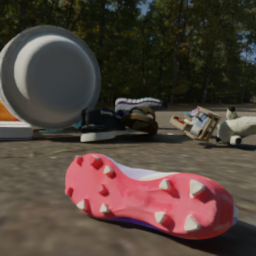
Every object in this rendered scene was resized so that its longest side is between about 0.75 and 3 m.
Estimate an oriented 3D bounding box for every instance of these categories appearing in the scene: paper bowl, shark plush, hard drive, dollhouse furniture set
[{"bbox_3d":[-1.950,-1.281,7.347,2.677,2.677,1.392,-3,6,-33],"label":"paper bowl"},{"bbox_3d":[2.377,0.166,6.138,0.705,0.769,1.693,-5,-25,-7],"label":"shark plush"},{"bbox_3d":[-3.774,0.049,8.101,1.772,0.341,2.686,0,4,-22],"label":"hard drive"},{"bbox_3d":[1.395,-0.194,6.113,0.908,0.640,0.636,36,16,37],"label":"dollhouse furniture set"}]

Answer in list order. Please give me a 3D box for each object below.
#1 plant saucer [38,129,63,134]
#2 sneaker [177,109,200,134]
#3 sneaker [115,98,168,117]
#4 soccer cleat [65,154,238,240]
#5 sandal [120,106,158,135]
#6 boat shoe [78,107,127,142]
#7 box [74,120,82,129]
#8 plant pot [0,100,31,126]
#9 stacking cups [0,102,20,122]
[{"bbox_3d":[-2.570,0.114,9.380,0.328,0.089,0.937,1,4,21],"label":"plant saucer"},{"bbox_3d":[1.894,0.020,8.051,0.586,0.779,1.564,-31,-10,-12],"label":"sneaker"},{"bbox_3d":[0.453,-0.576,10.773,2.213,0.969,0.824,3,-18,33],"label":"sneaker"},{"bbox_3d":[0.080,0.516,2.183,1.488,0.496,0.569,1,-19,42],"label":"soccer cleat"},{"bbox_3d":[0.431,-0.234,7.774,1.030,0.688,2.521,15,-1,10],"label":"sandal"},{"bbox_3d":[-0.609,-0.158,7.749,1.040,0.830,2.751,-5,2,5],"label":"boat shoe"},{"bbox_3d":[-1.409,-0.243,10.978,0.779,0.465,1.893,7,5,8],"label":"box"},{"bbox_3d":[-3.369,-1.243,10.204,2.328,2.112,2.316,13,-18,-40],"label":"plant pot"},{"bbox_3d":[-4.005,-0.472,7.892,2.573,0.778,0.778,1,3,-28],"label":"stacking cups"}]
